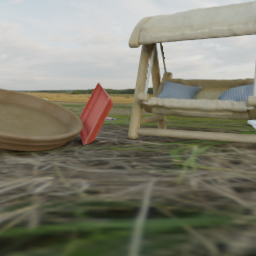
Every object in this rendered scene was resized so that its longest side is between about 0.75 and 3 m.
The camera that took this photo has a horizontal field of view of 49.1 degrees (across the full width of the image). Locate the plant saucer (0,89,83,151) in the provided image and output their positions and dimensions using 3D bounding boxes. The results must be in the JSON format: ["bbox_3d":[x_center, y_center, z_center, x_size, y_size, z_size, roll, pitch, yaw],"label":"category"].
[{"bbox_3d":[-2.135,-0.207,5.287,2.549,0.375,2.549,16,17,-5],"label":"plant saucer"}]

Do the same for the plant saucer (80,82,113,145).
[{"bbox_3d":[-0.659,-0.289,5.623,0.194,1.054,1.056,23,15,-25],"label":"plant saucer"}]

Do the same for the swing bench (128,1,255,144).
[{"bbox_3d":[1.636,-1.179,5.901,2.858,2.873,1.864,3,7,30],"label":"swing bench"}]

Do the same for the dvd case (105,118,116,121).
[{"bbox_3d":[-0.944,-0.353,11.298,0.759,0.083,0.554,-2,6,-27],"label":"dvd case"}]

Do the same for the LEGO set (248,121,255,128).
[{"bbox_3d":[4.671,-0.205,8.577,1.669,0.410,1.247,2,10,13],"label":"LEGO set"}]
